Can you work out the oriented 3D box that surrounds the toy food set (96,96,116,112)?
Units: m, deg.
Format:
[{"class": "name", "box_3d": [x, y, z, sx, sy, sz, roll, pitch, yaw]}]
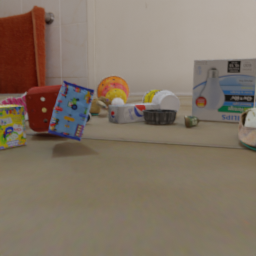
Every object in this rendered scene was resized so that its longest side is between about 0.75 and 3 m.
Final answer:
[{"class": "toy food set", "box_3d": [-0.795, -0.966, 12.580, 1.307, 0.324, 2.057, 34, 9, -11]}]

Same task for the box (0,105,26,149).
[{"class": "box", "box_3d": [-2.828, -0.021, 6.162, 0.573, 0.905, 0.940, 6, 10, 34]}]

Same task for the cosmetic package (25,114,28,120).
[{"class": "cosmetic package", "box_3d": [-4.699, -0.542, 11.101, 1.667, 0.431, 1.257, 3, 7, 15]}]

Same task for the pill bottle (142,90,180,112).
[{"class": "pill bottle", "box_3d": [1.424, -1.063, 12.122, 1.145, 1.145, 2.036, -2, 9, -15]}]

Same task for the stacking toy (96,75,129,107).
[{"class": "stacking toy", "box_3d": [-0.657, -1.665, 15.436, 1.975, 1.975, 2.703, -2, 25, -12]}]

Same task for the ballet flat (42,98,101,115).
[{"class": "ballet flat", "box_3d": [-2.605, -0.973, 12.475, 2.752, 0.867, 0.945, -3, 9, -18]}]

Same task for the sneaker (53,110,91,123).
[{"class": "sneaker", "box_3d": [-2.043, -0.268, 9.640, 1.552, 0.557, 0.643, -1, 33, -1]}]

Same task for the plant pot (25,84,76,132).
[{"class": "plant pot", "box_3d": [-2.053, -0.500, 7.417, 1.289, 1.288, 1.136, -5, 6, 3]}]

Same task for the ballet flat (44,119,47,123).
[{"class": "ballet flat", "box_3d": [-1.998, -0.225, 8.095, 1.168, 0.419, 0.419, -6, 10, -19]}]

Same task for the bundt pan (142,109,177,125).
[{"class": "bundt pan", "box_3d": [1.126, -0.394, 10.034, 1.253, 0.470, 1.253, 0, 10, 0]}]

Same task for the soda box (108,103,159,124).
[{"class": "soda box", "box_3d": [0.253, -0.584, 10.680, 2.005, 0.636, 0.684, -6, 11, -36]}]

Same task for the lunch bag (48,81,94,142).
[{"class": "lunch bag", "box_3d": [-1.282, -0.347, 6.056, 0.662, 1.060, 1.408, 17, -3, -17]}]

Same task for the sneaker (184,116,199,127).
[{"class": "sneaker", "box_3d": [2.140, -0.241, 9.351, 0.480, 0.358, 1.068, -3, 5, 10]}]

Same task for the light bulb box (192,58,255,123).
[{"class": "light bulb box", "box_3d": [3.727, -1.437, 10.730, 2.283, 2.303, 1.437, 5, 11, 28]}]

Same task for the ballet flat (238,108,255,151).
[{"class": "ballet flat", "box_3d": [3.020, -0.050, 6.700, 0.814, 0.805, 2.393, 1, 9, 11]}]

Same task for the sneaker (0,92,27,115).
[{"class": "sneaker", "box_3d": [-3.582, -0.587, 8.754, 0.844, 0.712, 1.930, -22, 15, 25]}]
